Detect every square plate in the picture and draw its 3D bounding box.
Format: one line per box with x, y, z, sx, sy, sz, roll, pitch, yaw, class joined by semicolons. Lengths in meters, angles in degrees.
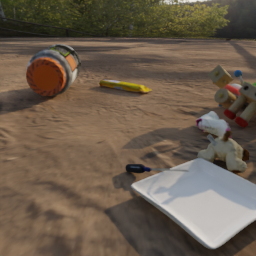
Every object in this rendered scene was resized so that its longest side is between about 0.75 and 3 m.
1.212;1.104;4.471;1.707;0.245;1.724;-14;25;-32;square plate

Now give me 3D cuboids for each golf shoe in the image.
2.156;0.002;7.114;0.601;0.495;1.313;-17;20;1;golf shoe

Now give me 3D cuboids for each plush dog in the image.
1.999;0.449;5.687;0.957;0.768;0.822;14;2;32;plush dog

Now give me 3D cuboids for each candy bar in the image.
-0.180;-1.752;11.701;2.468;0.273;0.615;14;22;34;candy bar

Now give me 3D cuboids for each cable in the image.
3.964;-0.935;8.894;1.312;0.680;2.702;6;14;-29;cable

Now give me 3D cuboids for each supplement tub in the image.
-2.913;-2.304;11.085;1.701;1.701;2.775;0;23;1;supplement tub

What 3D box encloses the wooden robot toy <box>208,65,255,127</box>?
3.499;-0.662;8.061;1.308;1.270;2.882;23;18;-42;wooden robot toy

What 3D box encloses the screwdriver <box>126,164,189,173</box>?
0.489;0.773;5.087;1.280;0.179;0.186;1;35;38;screwdriver

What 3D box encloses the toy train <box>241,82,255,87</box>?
5.315;-1.720;11.693;1.187;0.248;0.335;16;36;34;toy train
